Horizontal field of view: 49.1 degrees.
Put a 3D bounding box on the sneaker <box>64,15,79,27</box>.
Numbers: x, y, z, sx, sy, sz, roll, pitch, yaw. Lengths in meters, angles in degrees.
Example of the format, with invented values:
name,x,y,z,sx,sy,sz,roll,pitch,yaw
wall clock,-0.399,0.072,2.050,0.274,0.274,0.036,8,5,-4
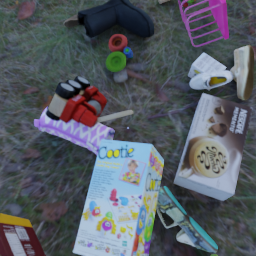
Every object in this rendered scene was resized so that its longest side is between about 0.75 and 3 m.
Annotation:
name,x,y,z,sx,sy,sz,roll,pitch,yaw
sneaker,-1.936,-3.873,10.079,0.830,0.292,0.313,-22,51,-13

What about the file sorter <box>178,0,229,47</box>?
name,x,y,z,sx,sy,sz,roll,pitch,yaw
file sorter,2.388,-3.834,9.195,1.201,1.331,1.915,-16,52,13

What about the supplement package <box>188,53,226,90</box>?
name,x,y,z,sx,sy,sz,roll,pitch,yaw
supplement package,2.513,-1.804,8.984,0.861,0.653,0.648,39,73,15

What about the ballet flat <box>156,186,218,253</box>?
name,x,y,z,sx,sy,sz,roll,pitch,yaw
ballet flat,1.363,2.489,7.262,0.775,0.775,2.088,-37,75,-14

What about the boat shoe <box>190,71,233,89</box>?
name,x,y,z,sx,sy,sz,roll,pitch,yaw
boat shoe,2.404,-1.380,8.367,1.337,0.474,0.467,-2,23,40

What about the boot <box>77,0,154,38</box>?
name,x,y,z,sx,sy,sz,roll,pitch,yaw
boot,-0.475,-3.507,9.544,1.899,0.863,2.260,-33,65,-16

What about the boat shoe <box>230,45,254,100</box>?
name,x,y,z,sx,sy,sz,roll,pitch,yaw
boat shoe,3.643,-1.756,9.037,0.618,0.686,1.903,-3,68,38

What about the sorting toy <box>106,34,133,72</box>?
name,x,y,z,sx,sy,sz,roll,pitch,yaw
sorting toy,-0.245,-2.443,9.383,0.823,0.562,1.369,1,79,16

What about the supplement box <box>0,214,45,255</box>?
name,x,y,z,sx,sy,sz,roll,pitch,yaw
supplement box,-2.709,3.365,5.937,1.603,2.381,2.414,-30,71,-11

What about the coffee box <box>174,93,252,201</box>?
name,x,y,z,sx,sy,sz,roll,pitch,yaw
coffee box,2.366,0.501,7.830,1.454,1.026,2.572,18,69,10

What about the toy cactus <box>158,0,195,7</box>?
name,x,y,z,sx,sy,sz,roll,pitch,yaw
toy cactus,1.769,-5.050,10.347,1.424,0.883,1.726,-25,74,11

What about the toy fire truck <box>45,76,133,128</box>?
name,x,y,z,sx,sy,sz,roll,pitch,yaw
toy fire truck,-0.901,-0.556,7.541,1.941,1.708,1.249,32,112,1

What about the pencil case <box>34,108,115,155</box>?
name,x,y,z,sx,sy,sz,roll,pitch,yaw
pencil case,-1.478,0.097,8.034,2.209,0.927,0.944,22,41,13

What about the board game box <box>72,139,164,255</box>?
name,x,y,z,sx,sy,sz,roll,pitch,yaw
board game box,-0.109,1.760,6.728,1.367,1.343,2.607,5,70,23
